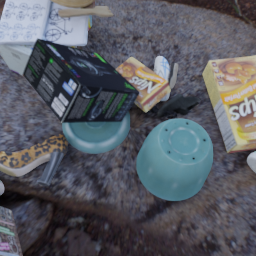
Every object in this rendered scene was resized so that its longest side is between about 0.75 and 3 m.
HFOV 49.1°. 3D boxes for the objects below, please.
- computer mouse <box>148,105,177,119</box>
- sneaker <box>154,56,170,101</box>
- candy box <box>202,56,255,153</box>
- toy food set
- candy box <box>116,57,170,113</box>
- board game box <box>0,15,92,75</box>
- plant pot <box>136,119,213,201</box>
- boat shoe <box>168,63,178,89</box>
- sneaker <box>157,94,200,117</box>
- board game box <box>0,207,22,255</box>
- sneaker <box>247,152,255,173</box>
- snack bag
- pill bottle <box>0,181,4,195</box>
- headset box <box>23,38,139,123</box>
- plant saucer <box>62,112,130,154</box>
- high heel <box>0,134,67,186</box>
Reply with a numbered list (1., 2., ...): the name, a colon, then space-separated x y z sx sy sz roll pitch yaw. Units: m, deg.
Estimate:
1. computer mouse: 0.907 -0.597 8.366 1.518 0.445 0.258 25 70 45
2. sneaker: 0.992 -1.643 9.024 0.594 0.589 1.638 9 66 -22
3. candy box: 3.510 -0.774 8.544 1.651 0.791 2.860 -8 66 -6
4. toy food set: -1.715 -3.909 7.916 1.804 0.524 2.613 -17 69 -30
5. candy box: 0.313 -1.370 8.586 1.022 0.490 1.770 -41 55 -8
6. board game box: -2.630 -3.163 9.163 1.569 1.541 2.992 25 68 11
7. plant pot: 1.279 0.690 7.349 2.011 1.614 2.011 2 59 -3
8. boat shoe: 1.434 -1.710 9.210 0.240 0.282 0.842 14 91 41
9. sneaker: 1.573 -0.621 8.715 1.294 0.389 0.675 -40 68 -19
10. board game box: -3.316 3.046 6.018 1.747 1.061 2.191 -32 56 2
11. sneaker: 4.641 0.868 7.741 2.621 0.965 1.546 24 74 -1
12. snack bag: -2.370 -3.395 8.267 2.634 0.282 2.483 2 65 1
13. pill bottle: -4.441 1.947 7.114 1.302 1.302 2.238 40 73 16
14. headset box: -1.171 -1.196 7.621 2.097 2.408 1.117 47 118 28
15. plant saucer: -0.992 -0.256 8.624 2.122 0.291 2.122 0 66 1
16. high heel: -2.900 0.610 7.990 2.188 0.781 1.560 18 63 3
